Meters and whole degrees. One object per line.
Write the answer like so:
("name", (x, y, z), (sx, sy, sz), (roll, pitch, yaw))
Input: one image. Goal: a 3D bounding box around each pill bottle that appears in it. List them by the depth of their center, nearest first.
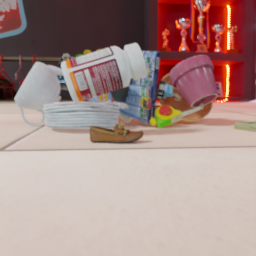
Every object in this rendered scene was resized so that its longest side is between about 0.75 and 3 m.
("pill bottle", (-0.702, -1.661, 8.289), (2.289, 1.254, 1.254), (-18, 10, -5))

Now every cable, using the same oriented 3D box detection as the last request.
("cable", (-1.759, -0.469, 10.657), (2.848, 0.986, 2.847), (3, 5, 39))

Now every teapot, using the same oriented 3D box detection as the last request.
("teapot", (-3.542, -1.487, 11.526), (1.563, 2.140, 2.113), (32, 40, -20))

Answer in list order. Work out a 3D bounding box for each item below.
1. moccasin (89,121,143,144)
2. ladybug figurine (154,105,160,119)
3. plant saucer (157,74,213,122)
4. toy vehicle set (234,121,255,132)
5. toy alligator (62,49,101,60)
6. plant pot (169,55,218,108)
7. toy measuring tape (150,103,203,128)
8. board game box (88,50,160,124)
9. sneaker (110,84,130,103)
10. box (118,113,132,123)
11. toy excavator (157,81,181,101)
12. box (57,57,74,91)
("moccasin", (-0.331, 0.122, 7.916), (1.527, 0.589, 0.558), (2, 8, 12))
("ladybug figurine", (1.369, -0.678, 13.036), (1.355, 0.718, 1.997), (11, 9, 29))
("plant saucer", (2.534, -1.368, 12.676), (2.595, 2.595, 0.486), (-2, -26, -15))
("toy vehicle set", (5.072, -0.006, 10.178), (1.226, 0.262, 1.973), (-4, 9, -29))
("toy alligator", (-1.378, -2.267, 9.302), (1.576, 0.522, 0.379), (-6, 50, -9))
("plant pot", (2.776, -1.773, 11.379), (1.794, 1.606, 1.794), (-18, -17, -6))
("toy measuring tape", (1.863, -0.669, 11.258), (2.321, 0.854, 0.854), (-23, 13, -13))
("board game box", (-0.276, -1.816, 11.781), (2.915, 2.916, 0.899), (8, 10, 21))
("sneaker", (-0.643, -1.524, 11.089), (1.519, 0.807, 0.568), (25, 21, 36))
("box", (0.173, -1.024, 12.673), (0.627, 1.526, 0.522), (31, 28, 2))
("toy excavator", (1.781, -1.474, 11.903), (1.099, 0.549, 1.069), (9, -18, 3))
("box", (-2.353, -2.461, 12.866), (2.095, 1.665, 0.482), (7, -27, 17))
